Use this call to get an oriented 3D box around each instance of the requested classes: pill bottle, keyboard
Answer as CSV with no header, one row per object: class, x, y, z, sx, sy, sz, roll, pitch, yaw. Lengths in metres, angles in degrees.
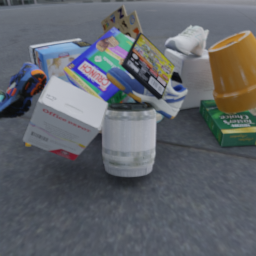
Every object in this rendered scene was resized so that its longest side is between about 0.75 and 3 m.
pill bottle,-0.528,-2.148,10.611,1.458,2.581,1.458,22,7,-3
keyboard,1.448,-2.065,10.437,0.137,0.847,1.332,-43,36,-11

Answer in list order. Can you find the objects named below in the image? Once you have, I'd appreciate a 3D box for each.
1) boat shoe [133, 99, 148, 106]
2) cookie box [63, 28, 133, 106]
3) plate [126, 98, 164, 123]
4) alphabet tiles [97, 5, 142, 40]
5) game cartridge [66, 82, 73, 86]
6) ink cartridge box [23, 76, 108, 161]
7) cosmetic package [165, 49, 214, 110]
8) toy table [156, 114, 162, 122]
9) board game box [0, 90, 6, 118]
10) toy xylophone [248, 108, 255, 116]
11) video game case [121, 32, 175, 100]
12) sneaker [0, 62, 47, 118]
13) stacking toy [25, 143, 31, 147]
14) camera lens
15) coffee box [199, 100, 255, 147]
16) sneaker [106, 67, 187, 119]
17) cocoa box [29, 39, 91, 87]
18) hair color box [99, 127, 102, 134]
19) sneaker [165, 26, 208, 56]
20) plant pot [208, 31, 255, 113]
boat shoe,0.420,-0.941,8.926,0.374,1.034,0.374,-49,37,-15
cookie box,-0.599,-1.846,9.049,2.254,0.847,1.928,-43,70,-11
plate,0.706,-0.806,11.225,1.600,0.205,1.600,9,48,-10
alphabet tiles,-0.243,-3.270,11.507,0.094,2.971,2.472,-17,1,-43
game cartridge,-2.230,-2.085,13.913,1.877,0.380,1.251,-19,39,-29
ink cartridge box,-1.689,-0.127,7.359,1.581,2.142,0.917,26,52,-17
cosmetic package,2.678,-2.197,12.239,1.793,2.174,1.792,-7,30,-15
toy table,0.273,-0.142,9.658,1.652,1.518,0.967,-37,23,-12
board game box,-5.747,-1.010,12.094,1.526,0.318,2.255,-26,40,-37
toy xylophone,6.022,-0.864,11.547,2.456,0.617,1.798,-5,31,-8
video game case,0.526,-1.501,6.822,0.164,1.285,1.161,-22,37,50
sneaker,-3.425,-1.140,8.846,0.858,2.276,0.893,16,37,-56
stacking toy,-3.301,0.155,9.433,0.195,0.625,0.829,11,28,-20
camera lens,0.014,0.268,8.009,1.527,1.909,1.527,0,11,0
coffee box,3.863,-0.278,10.568,1.659,0.593,2.697,-1,31,-2
sneaker,0.578,-1.254,8.005,2.609,1.150,0.982,23,14,-35
cocoa box,-3.305,-3.350,14.492,2.820,1.881,1.851,-20,36,-30
hair color box,-1.568,-0.492,10.198,2.026,1.107,0.656,11,43,9
sneaker,2.194,-3.278,10.375,0.923,1.052,2.625,30,29,25
plant pot,3.918,-2.057,9.879,2.383,2.182,2.383,-27,17,9
